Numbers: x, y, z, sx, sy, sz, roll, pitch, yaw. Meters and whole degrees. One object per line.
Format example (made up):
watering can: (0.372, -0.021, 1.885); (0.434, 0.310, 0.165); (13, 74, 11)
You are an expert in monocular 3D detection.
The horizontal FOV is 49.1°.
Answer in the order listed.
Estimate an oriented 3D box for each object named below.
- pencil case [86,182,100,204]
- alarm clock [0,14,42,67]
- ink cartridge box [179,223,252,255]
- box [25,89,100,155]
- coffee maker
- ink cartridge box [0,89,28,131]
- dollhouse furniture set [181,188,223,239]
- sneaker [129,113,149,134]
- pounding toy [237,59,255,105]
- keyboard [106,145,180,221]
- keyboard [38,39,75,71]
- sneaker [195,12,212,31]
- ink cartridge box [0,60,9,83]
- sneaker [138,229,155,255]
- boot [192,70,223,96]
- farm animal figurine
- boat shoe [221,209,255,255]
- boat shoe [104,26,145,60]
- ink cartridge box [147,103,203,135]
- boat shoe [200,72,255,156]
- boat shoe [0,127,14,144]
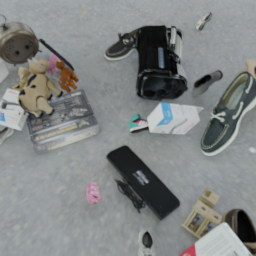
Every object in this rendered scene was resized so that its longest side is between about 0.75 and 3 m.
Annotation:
pencil case: (-0.981, 1.816, 7.873); (0.331, 0.346, 0.800); (-38, 17, 1)
alarm clock: (-4.096, -3.127, 10.037); (1.498, 2.221, 0.739); (-31, 59, -4)
ink cartridge box: (2.261, 3.584, 6.256); (1.656, 0.941, 2.272); (-41, 62, 9)
box: (-2.270, -0.269, 9.485); (2.221, 0.537, 1.759); (-19, 58, -12)
coffee maker: (0.873, -2.357, 10.361); (2.478, 1.738, 2.580); (-7, 53, 16)
ink cartridge box: (-3.664, -0.601, 9.002); (0.820, 0.478, 1.135); (16, 67, -1)
dollhouse furniture set: (2.146, 2.378, 7.713); (0.769, 0.773, 1.097); (34, 33, 20)
sneaker: (0.510, -0.217, 9.547); (1.040, 0.435, 0.628); (-12, 66, -7)
pounding toy: (4.899, -1.654, 9.855); (1.378, 1.383, 2.410); (12, 52, -4)
keyboard: (0.231, 1.672, 8.355); (1.351, 0.515, 2.597); (-19, 54, -40)
keyboard: (-2.842, -2.920, 10.850); (1.758, 1.117, 0.181); (40, 91, 13)
sneaker: (3.338, -4.776, 12.465); (0.908, 0.335, 0.363); (-49, 43, 14)
ink cartridge box: (-5.583, -1.872, 10.464); (1.277, 0.749, 1.743); (18, 59, 12)
sneaker: (0.462, 3.223, 7.115); (0.494, 0.542, 1.322); (-6, 56, -4)
boot: (2.519, -1.520, 9.673); (0.904, 1.373, 0.479); (-22, 74, -39)
farm animal figurine: (-3.031, -1.628, 9.244); (2.201, 1.370, 2.725); (-49, 39, -7)
boat shoe: (2.991, 3.099, 7.035); (0.824, 0.811, 2.211); (-10, 56, -7)
boat shoe: (0.024, -3.552, 11.624); (2.310, 0.697, 0.853); (-27, 61, -17)
ink cartridge box: (1.580, -0.258, 8.981); (1.659, 0.961, 0.553); (3, 60, -23)
boat shoe: (3.112, -0.484, 8.913); (2.928, 0.883, 1.107); (-55, 31, -12)
boat shoe: (-4.235, 0.271, 9.265); (0.353, 0.307, 0.958); (36, 63, 22)
